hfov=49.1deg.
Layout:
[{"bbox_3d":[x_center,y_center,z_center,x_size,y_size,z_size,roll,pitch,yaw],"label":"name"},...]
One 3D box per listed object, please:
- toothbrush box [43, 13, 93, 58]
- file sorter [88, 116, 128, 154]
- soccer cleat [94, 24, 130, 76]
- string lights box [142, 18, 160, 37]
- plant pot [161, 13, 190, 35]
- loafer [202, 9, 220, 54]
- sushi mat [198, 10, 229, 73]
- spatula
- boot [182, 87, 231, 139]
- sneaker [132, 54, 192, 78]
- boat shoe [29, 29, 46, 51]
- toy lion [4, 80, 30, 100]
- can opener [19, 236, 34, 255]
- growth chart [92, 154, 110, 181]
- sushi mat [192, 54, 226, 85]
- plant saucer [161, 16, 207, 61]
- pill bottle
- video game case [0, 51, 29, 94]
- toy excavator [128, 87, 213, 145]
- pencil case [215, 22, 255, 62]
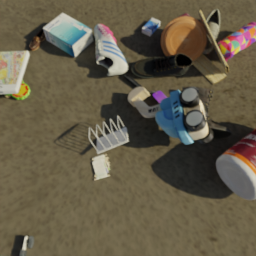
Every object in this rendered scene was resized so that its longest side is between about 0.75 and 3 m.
[{"bbox_3d":[-2.599,-4.055,12.207,1.736,0.740,1.271,33,66,15],"label":"toothbrush box"},{"bbox_3d":[-0.690,0.207,9.633,1.165,0.726,0.809,-22,34,9],"label":"file sorter"},{"bbox_3d":[-0.985,-3.282,11.657,1.174,0.950,2.719,-24,65,-20],"label":"soccer cleat"},{"bbox_3d":[1.043,-4.607,12.782,0.452,0.259,0.879,31,65,16],"label":"string lights box"},{"bbox_3d":[2.162,-3.930,11.908,1.238,1.383,1.383,-27,64,4],"label":"plant pot"},{"bbox_3d":[3.549,-4.238,12.272,0.814,0.813,2.328,15,63,8],"label":"loafer"},{"bbox_3d":[3.444,-3.420,11.254,0.157,1.245,2.602,-25,79,18],"label":"sushi mat"},{"bbox_3d":[0.703,-1.530,11.112,2.285,0.235,0.646,34,39,21],"label":"spatula"},{"bbox_3d":[2.885,-0.691,10.443,2.154,0.746,1.875,17,64,11],"label":"boot"},{"bbox_3d":[1.307,-2.533,11.011,2.297,1.220,0.859,-4,87,-3],"label":"sneaker"},{"bbox_3d":[-4.008,-3.894,12.339,0.394,0.394,1.120,22,66,9],"label":"boat shoe"},{"bbox_3d":[-4.424,-1.585,11.172,0.993,0.356,1.036,0,62,-6],"label":"toy lion"},{"bbox_3d":[-3.059,3.745,8.370,0.326,0.260,0.975,1,63,4],"label":"can opener"},{"bbox_3d":[-0.936,1.352,9.739,0.633,0.078,0.875,-10,62,-6],"label":"growth chart"},{"bbox_3d":[3.335,-2.497,11.767,0.747,0.094,1.561,-31,66,-16],"label":"sushi mat"},{"bbox_3d":[2.264,-3.552,11.440,1.863,1.863,0.301,8,26,4],"label":"plant saucer"},{"bbox_3d":[4.455,0.855,9.106,2.882,1.645,1.645,-33,67,-16],"label":"pill bottle"},{"bbox_3d":[-5.208,-2.224,11.166,2.085,0.262,2.291,-2,53,2],"label":"video game case"},{"bbox_3d":[1.310,-0.554,9.797,2.715,1.356,2.640,-16,60,22],"label":"toy excavator"},{"bbox_3d":[4.740,-3.715,12.004,2.081,0.920,0.920,-34,67,-15],"label":"pencil case"}]
